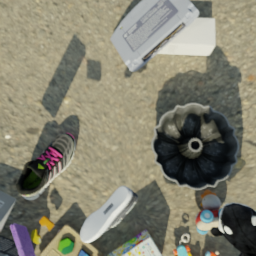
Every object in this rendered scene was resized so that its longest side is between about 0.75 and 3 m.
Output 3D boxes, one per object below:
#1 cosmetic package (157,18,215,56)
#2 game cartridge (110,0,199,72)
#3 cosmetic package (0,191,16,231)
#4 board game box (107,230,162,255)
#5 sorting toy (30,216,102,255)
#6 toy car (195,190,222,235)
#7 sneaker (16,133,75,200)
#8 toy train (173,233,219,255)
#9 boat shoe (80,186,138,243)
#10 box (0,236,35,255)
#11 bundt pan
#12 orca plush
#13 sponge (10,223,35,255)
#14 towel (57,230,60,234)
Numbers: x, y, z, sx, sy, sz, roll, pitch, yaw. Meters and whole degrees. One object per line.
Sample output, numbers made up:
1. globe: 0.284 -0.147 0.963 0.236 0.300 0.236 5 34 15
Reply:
1. cosmetic package: 2.091 -3.404 10.444 2.113 0.896 1.137 5 78 1
2. game cartridge: 0.787 -3.631 9.945 2.964 0.606 1.973 -38 64 19
3. cosmetic package: -3.277 2.236 6.412 0.749 0.887 1.661 32 120 -9
4. board game box: 0.046 4.266 8.705 2.012 1.037 1.055 -31 86 -7
5. sorting toy: -2.217 4.020 8.948 2.311 0.309 1.722 42 81 -4
6. toy car: 2.666 2.657 9.229 1.113 1.160 1.259 -8 49 -2
7. sneaker: -2.736 1.258 9.317 0.978 1.160 2.651 37 80 7
8. toy train: 2.170 4.158 9.112 1.485 0.413 1.115 37 79 4
9. boat shoe: -0.401 1.984 6.244 1.560 0.529 0.559 -49 38 0
10. box: -4.677 4.365 8.491 2.775 1.485 2.059 18 79 4
11. bundt pan: 2.151 0.650 9.501 2.855 1.072 2.855 0 79 0
12. orca plush: 2.836 2.901 6.730 1.524 2.896 1.030 -8 45 7
13. sponge: -2.254 2.461 6.025 0.121 0.451 0.808 -36 56 -2
14. towel: -2.067 3.984 9.259 0.943 0.152 0.901 20 79 5
